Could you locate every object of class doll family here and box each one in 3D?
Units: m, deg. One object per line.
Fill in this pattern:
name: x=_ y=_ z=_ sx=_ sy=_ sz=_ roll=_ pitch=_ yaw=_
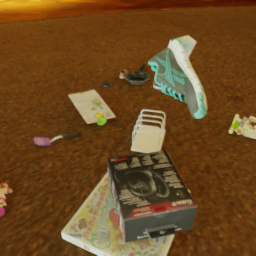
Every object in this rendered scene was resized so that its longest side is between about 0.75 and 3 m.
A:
doll family: x=-4.577 y=1.834 z=7.730 sx=2.423 sy=1.092 sz=1.504 roll=-14 pitch=38 yaw=-19

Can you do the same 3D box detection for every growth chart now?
growth chart: x=5.213 y=0.038 z=11.077 sx=2.241 sy=0.199 sz=1.622 roll=15 pitch=39 yaw=17

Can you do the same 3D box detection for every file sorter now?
file sorter: x=0.778 y=0.119 z=10.334 sx=1.028 sy=0.922 sz=1.481 roll=8 pitch=36 yaw=12

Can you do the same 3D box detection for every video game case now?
video game case: x=0.065 y=2.330 z=7.697 sx=2.583 sy=0.325 sz=2.838 roll=15 pitch=38 yaw=21

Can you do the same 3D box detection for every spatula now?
spatula: x=-2.621 y=0.388 z=10.590 sx=1.761 sy=0.181 sz=0.498 roll=-12 pitch=38 yaw=-17

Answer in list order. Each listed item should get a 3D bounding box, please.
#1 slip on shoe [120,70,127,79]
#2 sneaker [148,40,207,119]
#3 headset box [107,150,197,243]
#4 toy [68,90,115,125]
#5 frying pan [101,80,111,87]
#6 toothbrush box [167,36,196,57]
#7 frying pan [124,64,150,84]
slip on shoe: x=-0.255 y=-3.034 z=15.359 sx=0.359 sy=0.286 sz=0.945 roll=8 pitch=36 yaw=12
sneaker: x=1.396 y=-1.290 z=8.229 sx=1.273 sy=1.083 sz=2.792 roll=-24 pitch=53 yaw=13
headset box: x=0.536 y=1.776 z=7.394 sx=1.822 sy=0.946 sz=2.449 roll=-8 pitch=36 yaw=-11
toy: x=-1.589 y=-0.802 z=12.001 sx=1.255 sy=0.514 sz=2.179 roll=-15 pitch=41 yaw=-26
frying pan: x=-1.217 y=-2.252 z=14.401 sx=0.726 sy=0.118 sz=0.439 roll=19 pitch=38 yaw=27
toothbrush box: x=2.383 y=-3.615 z=12.929 sx=1.317 sy=0.964 sz=0.562 roll=-24 pitch=61 yaw=-35
frying pan: x=0.432 y=-2.888 z=15.102 sx=1.350 sy=0.363 sz=2.231 roll=-3 pitch=33 yaw=-5
